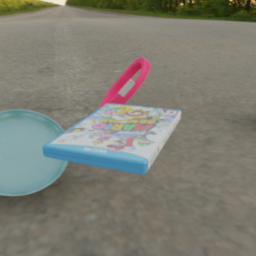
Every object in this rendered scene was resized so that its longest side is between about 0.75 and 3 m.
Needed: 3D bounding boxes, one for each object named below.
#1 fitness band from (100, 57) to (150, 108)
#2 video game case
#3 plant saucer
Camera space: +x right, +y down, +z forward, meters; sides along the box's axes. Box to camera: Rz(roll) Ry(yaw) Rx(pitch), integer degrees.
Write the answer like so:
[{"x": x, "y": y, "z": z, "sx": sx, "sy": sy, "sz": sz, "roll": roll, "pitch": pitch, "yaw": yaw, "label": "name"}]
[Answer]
[{"x": -0.143, "y": -1.678, "z": 11.395, "sx": 0.517, "sy": 2.762, "sz": 1.984, "roll": 37, "pitch": 28, "yaw": -18, "label": "fitness band"}, {"x": -0.135, "y": 0.047, "z": 5.559, "sx": 1.866, "sy": 0.232, "sz": 2.607, "roll": 7, "pitch": 24, "yaw": 20, "label": "video game case"}, {"x": -3.066, "y": 0.664, "z": 7.831, "sx": 2.786, "sy": 0.382, "sz": 2.786, "roll": 10, "pitch": 50, "yaw": -12, "label": "plant saucer"}]
